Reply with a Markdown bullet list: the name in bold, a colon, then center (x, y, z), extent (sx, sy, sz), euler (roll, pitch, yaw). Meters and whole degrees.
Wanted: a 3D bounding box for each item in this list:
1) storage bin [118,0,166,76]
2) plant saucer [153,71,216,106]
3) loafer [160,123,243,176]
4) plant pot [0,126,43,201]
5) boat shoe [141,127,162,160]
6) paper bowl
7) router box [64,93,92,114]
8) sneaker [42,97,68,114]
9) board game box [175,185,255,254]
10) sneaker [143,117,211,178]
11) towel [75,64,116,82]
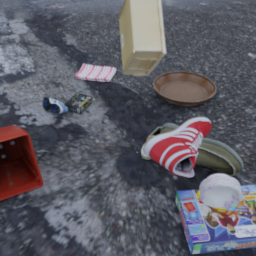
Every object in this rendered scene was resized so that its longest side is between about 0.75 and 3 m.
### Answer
- **storage bin**: center (0.372, -3.149, 9.612), extent (1.037, 2.198, 2.214), euler (-3, 82, -12)
- **plant saucer**: center (2.547, -1.744, 12.794), extent (2.806, 0.513, 2.806), euler (-1, 37, 0)
- **loafer**: center (2.207, 0.874, 9.111), extent (2.904, 1.092, 1.012), euler (24, 59, 25)
- **plant pot**: center (-3.818, 0.902, 8.480), extent (1.848, 1.847, 1.629), euler (-17, 30, -20)
- **boat shoe**: center (0.862, 0.496, 9.904), extent (0.552, 0.505, 1.478), euler (16, 41, 19)
- **paper bowl**: center (2.083, 1.395, 6.367), extent (0.897, 0.897, 0.466), euler (5, 42, 6)
- **router box**: center (-2.122, -1.064, 12.059), extent (0.785, 0.325, 1.048), euler (15, 41, 19)
- **sneaker**: center (-3.122, -0.918, 11.830), extent (1.438, 0.545, 0.554), euler (31, 22, 36)
- **board game box**: center (2.685, 2.382, 7.534), extent (2.478, 0.427, 1.677), euler (-3, 38, -4)
- **sneaker**: center (1.542, 0.458, 6.810), extent (2.102, 0.749, 1.182), euler (-23, 40, -26)
- **towel**: center (-1.652, -2.838, 14.391), extent (1.856, 0.278, 1.358), euler (7, 39, 9)
